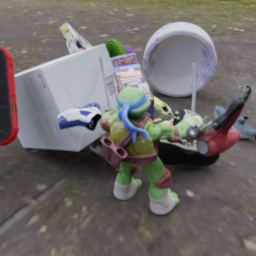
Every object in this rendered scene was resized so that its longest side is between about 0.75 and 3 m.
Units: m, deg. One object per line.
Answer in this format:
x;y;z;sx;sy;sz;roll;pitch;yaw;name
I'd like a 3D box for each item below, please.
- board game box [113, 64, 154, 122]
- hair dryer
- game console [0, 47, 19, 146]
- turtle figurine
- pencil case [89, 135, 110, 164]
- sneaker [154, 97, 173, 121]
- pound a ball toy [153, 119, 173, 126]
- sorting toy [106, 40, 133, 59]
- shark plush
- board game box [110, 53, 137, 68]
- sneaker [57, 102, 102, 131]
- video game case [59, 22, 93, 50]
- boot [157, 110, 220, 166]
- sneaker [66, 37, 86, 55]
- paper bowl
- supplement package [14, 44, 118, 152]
0.106;-0.591;6.120;0.613;1.009;1.265;-10;47;-7;board game box
1.868;0.035;5.266;1.362;1.788;0.486;-37;63;10;hair dryer
-3.187;-0.600;5.558;1.825;2.063;0.320;-6;-5;-4;game console
0.480;0.165;6.091;2.155;2.904;2.995;-4;32;-1;turtle figurine
-0.446;0.664;7.566;1.428;0.555;0.639;31;-2;40;pencil case
0.908;-0.626;7.892;0.372;0.376;0.985;-39;66;-21;sneaker
1.161;-0.092;8.548;1.298;0.551;0.846;-20;67;-25;pound a ball toy
-0.004;-1.870;9.561;1.022;2.489;1.496;-23;34;-22;sorting toy
3.431;-0.033;8.570;0.850;0.779;1.870;-20;37;-30;shark plush
-0.133;-1.789;8.035;0.804;0.540;0.180;-9;22;15;board game box
-0.972;-0.171;5.854;0.978;0.395;0.565;-21;45;-11;sneaker
-1.561;-2.763;11.085;0.421;2.349;2.129;-33;70;13;video game case
1.260;0.189;7.542;2.126;0.767;1.606;9;42;-14;boot
-1.406;-2.145;8.194;0.489;1.047;0.368;1;32;40;sneaker
1.967;-2.691;10.934;2.731;2.731;1.420;3;39;5;paper bowl
-1.824;-0.762;7.616;2.702;2.050;2.035;-1;26;44;supplement package
